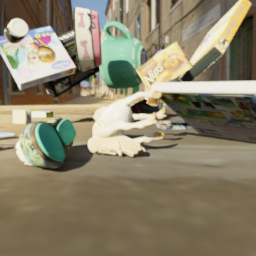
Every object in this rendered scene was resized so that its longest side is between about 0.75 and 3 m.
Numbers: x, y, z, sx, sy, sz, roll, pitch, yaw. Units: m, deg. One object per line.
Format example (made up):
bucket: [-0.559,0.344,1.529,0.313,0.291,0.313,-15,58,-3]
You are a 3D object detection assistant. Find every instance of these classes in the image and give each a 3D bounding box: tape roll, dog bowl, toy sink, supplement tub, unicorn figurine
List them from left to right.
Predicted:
supplement tub: [-3.222,-2.733,8.021,0.521,0.521,0.850,-4,0,-37]
toy sink: [-4.531,-0.479,12.167,0.900,0.587,0.504,3,6,35]
dog bowl: [-1.300,-2.919,9.313,0.759,2.060,2.060,-5,6,-3]
unicorn figurine: [-0.136,-0.153,6.291,1.928,1.036,2.806,-12,8,19]
tape roll: [1.830,-2.931,13.872,0.718,1.689,1.689,29,23,37]

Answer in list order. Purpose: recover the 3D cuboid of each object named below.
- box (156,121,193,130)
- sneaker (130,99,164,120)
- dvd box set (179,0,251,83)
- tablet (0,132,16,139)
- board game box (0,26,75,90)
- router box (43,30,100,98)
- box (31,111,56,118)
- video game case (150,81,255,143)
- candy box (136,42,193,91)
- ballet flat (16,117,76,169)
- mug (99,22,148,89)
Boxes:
box: [1.759,-0.104,10.204,1.257,0.237,0.858,-2,6,-18]
sneaker: [0.587,-0.932,14.143,2.553,1.070,0.980,0,6,3]
dvd box set: [2.642,-2.627,8.587,0.370,2.520,1.843,37,-29,-5]
tablet: [-4.133,0.267,7.068,1.370,0.144,2.106,3,6,30]
board game box: [-3.502,-2.728,10.673,2.210,2.205,0.455,-25,-16,-28]
router box: [-2.613,-3.071,12.757,0.763,2.228,2.988,27,51,34]
box: [-5.069,-0.788,16.214,1.519,0.362,0.926,1,6,12]
video game case: [2.088,-0.313,6.277,2.315,0.279,2.539,34,-15,-37]
candy box: [0.955,-1.596,7.559,1.336,0.771,0.369,-29,4,37]
ballet flat: [-1.422,0.301,4.702,0.832,0.832,2.242,0,4,1]
mug: [-0.150,-3.052,12.571,1.713,2.276,2.770,1,-24,20]
